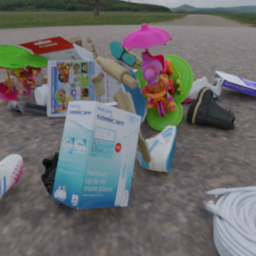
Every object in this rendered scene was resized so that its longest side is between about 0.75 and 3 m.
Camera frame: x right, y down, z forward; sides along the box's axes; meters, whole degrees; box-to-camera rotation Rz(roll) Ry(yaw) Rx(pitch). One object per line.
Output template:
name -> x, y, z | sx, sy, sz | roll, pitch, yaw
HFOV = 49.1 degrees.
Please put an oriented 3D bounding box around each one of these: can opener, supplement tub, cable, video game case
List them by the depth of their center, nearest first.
cable -> 2.431, 1.754, 4.581 | 2.026, 0.702, 2.027 | -4, 26, -12
video game case -> -1.435, -1.435, 10.123 | 2.886, 2.067, 0.260 | -1, -8, -3
can opener -> -3.638, -0.671, 10.160 | 1.404, 0.469, 0.374 | 10, 55, -12
supplement tub -> -2.810, -1.259, 10.798 | 1.315, 0.956, 0.956 | -19, 31, -35

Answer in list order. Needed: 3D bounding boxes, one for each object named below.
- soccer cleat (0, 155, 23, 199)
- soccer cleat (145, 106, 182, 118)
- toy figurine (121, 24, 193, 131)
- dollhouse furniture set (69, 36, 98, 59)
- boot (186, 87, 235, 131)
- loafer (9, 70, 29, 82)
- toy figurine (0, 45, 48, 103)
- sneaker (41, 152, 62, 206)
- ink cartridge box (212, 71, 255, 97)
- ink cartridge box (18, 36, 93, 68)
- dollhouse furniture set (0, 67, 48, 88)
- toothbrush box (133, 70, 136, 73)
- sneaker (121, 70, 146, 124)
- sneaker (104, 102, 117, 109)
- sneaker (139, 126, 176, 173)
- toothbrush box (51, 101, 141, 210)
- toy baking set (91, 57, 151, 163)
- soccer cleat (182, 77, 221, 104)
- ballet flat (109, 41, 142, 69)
soccer cleat -> -2.654, 1.047, 5.609 | 0.550, 0.680, 1.575 | 4, 46, 17
soccer cleat -> 1.232, -0.765, 9.973 | 1.538, 0.664, 0.537 | -9, 37, -11
toy figurine -> 0.713, -1.641, 8.233 | 2.138, 2.848, 2.622 | -8, -23, 18
dollhouse furniture set -> -2.044, -3.426, 13.772 | 1.051, 2.028, 0.898 | -20, -6, -9
boot -> 3.083, -0.631, 9.804 | 1.544, 0.865, 2.232 | 17, 41, 21
loafer -> -4.576, -2.228, 11.879 | 1.141, 0.389, 0.432 | 31, 19, -50
toy figurine -> -4.354, -1.897, 10.993 | 2.205, 2.029, 1.655 | 6, 40, -17
sneaker -> -1.192, 0.809, 6.195 | 1.007, 0.672, 1.757 | 51, 43, 3
ink cartridge box -> 4.843, -1.816, 12.063 | 1.989, 0.436, 2.008 | 16, 22, -4
ink cartridge box -> -2.778, -2.858, 11.068 | 1.923, 0.675, 2.365 | -3, 2, 22
dollhouse furniture set -> -4.592, -2.358, 12.820 | 2.480, 1.285, 1.098 | 3, 23, 8
toothbrush box -> 0.499, -1.626, 10.732 | 0.525, 1.230, 0.901 | -25, 18, -36
sneaker -> 0.210, -0.920, 8.937 | 0.691, 1.806, 0.729 | -12, -17, 10
sneaker -> -0.675, -0.527, 8.935 | 0.735, 0.758, 2.075 | 8, 4, 26
sneaker -> 0.846, 0.446, 7.385 | 0.784, 0.743, 1.941 | 5, 23, 16
toothbrush box -> -0.547, 0.521, 5.316 | 0.780, 1.829, 1.339 | 3, -9, 40
toy baking set -> -0.156, -0.460, 6.636 | 0.325, 2.146, 2.796 | -19, 33, -24
soccer cleat -> 2.748, -1.598, 11.508 | 2.264, 0.977, 0.791 | -7, 26, -14
ballet flat -> -0.081, -2.528, 9.855 | 0.563, 0.563, 1.594 | -17, 46, -33
